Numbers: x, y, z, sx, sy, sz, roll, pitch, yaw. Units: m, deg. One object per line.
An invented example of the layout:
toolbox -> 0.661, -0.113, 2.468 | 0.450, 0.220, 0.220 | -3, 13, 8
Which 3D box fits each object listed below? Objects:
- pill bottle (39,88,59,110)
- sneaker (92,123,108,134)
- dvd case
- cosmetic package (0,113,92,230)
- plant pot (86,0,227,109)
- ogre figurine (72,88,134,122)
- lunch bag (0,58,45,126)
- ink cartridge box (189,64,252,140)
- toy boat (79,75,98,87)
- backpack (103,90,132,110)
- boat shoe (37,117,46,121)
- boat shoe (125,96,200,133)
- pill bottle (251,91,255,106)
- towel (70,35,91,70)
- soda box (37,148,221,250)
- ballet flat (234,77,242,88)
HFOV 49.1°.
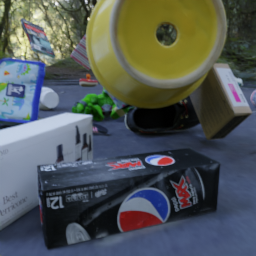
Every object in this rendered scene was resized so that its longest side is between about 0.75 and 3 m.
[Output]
pill bottle -> -4.165, -1.432, 13.599 | 1.075, 1.075, 1.919 | -10, 16, -39
sneaker -> -0.998, 0.063, 8.463 | 0.785, 0.322, 0.275 | 20, 30, 5
dvd case -> -2.312, -2.288, 7.174 | 0.109, 0.995, 0.726 | -35, -18, 24
cosmetic package -> -1.449, 0.515, 4.395 | 0.685, 1.116, 2.704 | 4, 13, 21
plant pot -> 0.547, -1.779, 5.772 | 2.972, 2.972, 2.796 | -1, 11, -3
ogre figurine -> -0.862, -0.867, 10.968 | 2.494, 1.223, 1.495 | -15, 30, 1
lunch bag -> -3.673, -1.079, 8.968 | 2.320, 1.973, 1.478 | 3, -5, 28
ink cartridge box -> 2.301, -0.657, 7.226 | 0.584, 1.554, 1.280 | -2, -29, -21
toy boat -> -1.893, -2.251, 13.289 | 0.879, 0.574, 0.573 | -6, -2, -39
backpack -> 0.211, -1.498, 8.438 | 2.043, 1.538, 1.814 | -30, 16, 50
boat shoe -> -3.169, -0.204, 9.711 | 0.955, 0.341, 0.314 | 2, 3, 5
boat shoe -> 1.404, -0.419, 8.489 | 2.965, 1.085, 0.929 | -10, 0, -11
pill bottle -> 6.804, -1.392, 13.762 | 0.929, 0.929, 1.553 | 0, 12, -1
towel -> -1.493, -2.755, 10.287 | 0.882, 1.205, 0.180 | 36, 41, -17
soda box -> 0.036, 0.830, 3.771 | 2.360, 0.747, 0.835 | -5, 14, -21
ballet flat -> 2.915, -1.430, 8.344 | 0.971, 0.348, 0.348 | 19, 16, 11
